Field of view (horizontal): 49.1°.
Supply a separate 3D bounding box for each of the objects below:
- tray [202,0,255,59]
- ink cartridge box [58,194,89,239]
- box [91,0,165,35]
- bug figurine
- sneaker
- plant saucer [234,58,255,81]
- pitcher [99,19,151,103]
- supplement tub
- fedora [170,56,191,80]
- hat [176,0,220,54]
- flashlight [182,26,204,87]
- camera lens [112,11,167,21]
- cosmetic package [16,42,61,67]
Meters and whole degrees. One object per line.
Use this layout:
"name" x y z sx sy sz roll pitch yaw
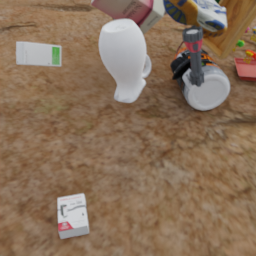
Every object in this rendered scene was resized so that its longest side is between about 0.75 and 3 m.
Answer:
"tray" 3.226 -3.420 8.704 0.426 2.298 1.133 -19 62 -36
"ink cartridge box" -1.356 2.134 6.838 0.684 0.386 0.932 -9 42 -9
"box" 0.076 -4.562 9.835 2.262 1.446 1.232 24 68 -22
"bug figurine" 4.096 -2.985 9.562 1.267 1.634 0.420 39 77 23
"sneaker" 1.862 -3.359 7.806 2.122 0.799 0.935 21 69 -26
"plant saucer" 5.658 -2.541 12.445 1.724 0.316 1.721 6 41 8
"pitcher" 0.041 -1.691 6.657 1.042 1.720 1.475 14 48 29
"supplement tub" 2.677 -2.027 10.829 1.615 1.615 2.636 -5 41 -6
"fedora" 1.683 -2.041 9.243 0.976 0.976 0.446 -31 75 -31
"hat" 2.978 -4.203 10.168 2.579 2.270 2.136 -2 44 -2
"flashlight" 1.943 -2.074 8.200 0.578 1.702 0.576 26 57 38
"camera lens" 0.410 -5.471 11.797 2.439 1.951 1.951 -6 38 18
"cosmetic package" -2.093 -1.717 6.594 0.406 0.515 0.958 14 17 41
